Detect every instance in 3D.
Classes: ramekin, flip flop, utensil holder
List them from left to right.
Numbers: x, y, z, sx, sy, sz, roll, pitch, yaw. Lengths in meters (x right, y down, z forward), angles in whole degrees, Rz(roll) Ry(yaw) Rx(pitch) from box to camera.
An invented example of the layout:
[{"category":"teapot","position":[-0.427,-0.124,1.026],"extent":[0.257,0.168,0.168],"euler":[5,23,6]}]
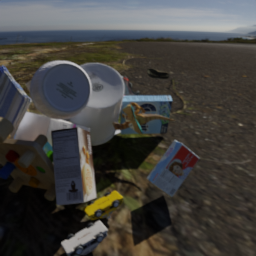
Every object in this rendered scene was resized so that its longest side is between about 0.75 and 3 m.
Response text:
[{"category":"ramekin","position":[-1.794,-1.067,7.774],"extent":[1.709,1.709,0.796],"euler":[-12,6,-26]},{"category":"utensil holder","position":[-1.363,-0.874,11.179],"extent":[2.290,2.695,2.290],"euler":[5,60,-9]},{"category":"flip flop","position":[1.251,-2.272,11.805],"extent":[0.972,0.394,0.280],"euler":[10,19,0]}]

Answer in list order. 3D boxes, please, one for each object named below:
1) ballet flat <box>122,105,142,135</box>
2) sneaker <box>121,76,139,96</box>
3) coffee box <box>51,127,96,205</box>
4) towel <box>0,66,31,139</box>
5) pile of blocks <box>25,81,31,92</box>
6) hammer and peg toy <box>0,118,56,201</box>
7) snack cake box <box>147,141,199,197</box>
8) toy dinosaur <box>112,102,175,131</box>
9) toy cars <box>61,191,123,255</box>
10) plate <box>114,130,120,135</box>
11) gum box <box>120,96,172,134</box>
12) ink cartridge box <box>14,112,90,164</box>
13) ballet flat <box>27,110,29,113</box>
[{"category":"ballet flat","position":[0.136,-0.250,10.072],"extent":[0.408,1.293,0.444],"euler":[-21,29,4]},{"category":"sneaker","position":[-0.538,-1.984,12.470],"extent":[2.500,1.024,0.963],"euler":[38,-7,-22]},{"category":"coffee box","position":[-1.499,1.060,7.844],"extent":[0.789,1.979,1.132],"euler":[-8,-10,8]},{"category":"towel","position":[-4.001,-0.862,9.167],"extent":[2.232,1.639,0.266],"euler":[44,21,31]},{"category":"pile of blocks","position":[-2.746,-1.562,11.669],"extent":[2.872,1.179,0.892],"euler":[-16,68,-38]},{"category":"hammer and peg toy","position":[-3.132,0.762,7.959],"extent":[2.170,2.950,1.040],"euler":[3,44,28]},{"category":"snack cake box","position":[1.352,1.216,8.422],"extent":[0.838,1.457,0.489],"euler":[38,-4,-20]},{"category":"toy dinosaur","position":[0.517,-0.373,10.589],"extent":[2.251,0.680,1.195],"euler":[-13,62,-1]},{"category":"toy cars","position":[-0.824,2.487,7.200],"extent":[1.010,0.499,2.252],"euler":[-4,25,21]},{"category":"plate","position":[-0.633,0.082,12.765],"extent":[0.831,0.135,0.833],"euler":[-21,40,-26]},{"category":"gum box","position":[0.723,-0.541,12.066],"extent":[2.091,1.776,0.466],"euler":[-1,40,-4]},{"category":"ink cartridge box","position":[-2.503,0.460,9.667],"extent":[1.435,1.473,2.292],"euler":[11,-5,31]},{"category":"ballet flat","position":[-5.989,-1.076,15.570],"extent":[0.506,0.551,1.606],"euler":[17,9,-44]}]
